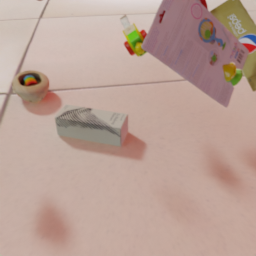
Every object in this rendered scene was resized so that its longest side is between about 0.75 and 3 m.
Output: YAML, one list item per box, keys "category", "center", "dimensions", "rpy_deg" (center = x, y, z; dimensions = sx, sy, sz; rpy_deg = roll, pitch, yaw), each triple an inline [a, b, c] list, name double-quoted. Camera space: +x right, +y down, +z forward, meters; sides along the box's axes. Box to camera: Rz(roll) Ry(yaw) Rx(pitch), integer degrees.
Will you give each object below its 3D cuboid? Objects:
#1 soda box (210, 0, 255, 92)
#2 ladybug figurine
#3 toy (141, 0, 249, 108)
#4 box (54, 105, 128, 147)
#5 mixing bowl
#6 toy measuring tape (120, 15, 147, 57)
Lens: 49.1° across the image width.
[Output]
- category: "soda box"
  center: [2.741, -2.022, 6.601]
  dimensions: [0.718, 0.759, 2.242]
  rpy_deg: [-28, 59, 23]
- category: "ladybug figurine"
  center: [-3.539, -1.507, 10.264]
  dimensions: [1.294, 0.686, 1.907]
  rpy_deg: [-15, 40, -17]
- category: "toy"
  center: [1.308, -1.497, 5.460]
  dimensions: [2.351, 1.353, 0.555]
  rpy_deg: [27, -7, -27]
- category: "box"
  center: [-1.064, -0.091, 8.330]
  dimensions: [2.040, 0.697, 0.838]
  rpy_deg: [8, 37, 11]
- category: "mixing bowl"
  center: [1.560, -3.063, 7.612]
  dimensions: [0.850, 1.569, 1.569]
  rpy_deg: [18, 25, -33]
- category: "toy measuring tape"
  center: [0.180, -2.487, 7.732]
  dimensions: [0.743, 0.743, 2.021]
  rpy_deg: [-7, 40, -9]
